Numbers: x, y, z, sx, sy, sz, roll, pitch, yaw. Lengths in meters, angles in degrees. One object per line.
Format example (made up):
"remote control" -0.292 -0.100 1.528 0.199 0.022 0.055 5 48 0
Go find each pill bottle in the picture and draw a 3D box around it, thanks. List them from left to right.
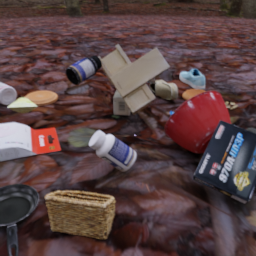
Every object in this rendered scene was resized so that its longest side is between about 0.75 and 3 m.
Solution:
"pill bottle" -6.215 -1.715 13.527 1.605 0.910 0.910 22 35 35
"pill bottle" -1.454 -1.960 9.377 0.650 0.650 1.162 22 48 36
"pill bottle" -0.481 0.674 8.434 1.360 0.755 0.755 37 18 -23

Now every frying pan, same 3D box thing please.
"frying pan" -2.685 2.151 6.861 2.420 0.394 1.464 26 39 37

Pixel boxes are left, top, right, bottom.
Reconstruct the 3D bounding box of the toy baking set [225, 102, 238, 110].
"toy baking set" 4.625 -1.008 13.083 0.751 0.114 0.979 20 34 38

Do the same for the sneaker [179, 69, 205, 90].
"sneaker" 3.671 -2.937 15.776 0.860 0.954 2.328 -9 30 -19

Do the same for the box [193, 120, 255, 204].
"box" 2.881 0.896 7.746 1.516 0.439 1.907 24 70 20

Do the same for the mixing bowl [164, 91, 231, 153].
"mixing bowl" 2.520 0.017 9.328 2.301 2.301 1.246 -15 54 -26

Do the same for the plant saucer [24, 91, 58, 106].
"plant saucer" -4.320 -1.503 13.835 1.622 0.262 1.622 0 28 0

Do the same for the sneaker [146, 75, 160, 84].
"sneaker" 1.126 -2.401 11.879 0.522 1.204 0.451 19 -9 -3

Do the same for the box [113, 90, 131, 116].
"box" -0.159 -1.389 12.809 0.725 0.872 2.122 3 30 6

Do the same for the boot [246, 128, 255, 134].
"boot" 4.461 0.341 10.191 1.448 0.561 1.002 -2 21 -32

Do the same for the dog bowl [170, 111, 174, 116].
"dog bowl" 2.151 -0.610 12.224 0.788 0.195 0.439 -22 35 -34

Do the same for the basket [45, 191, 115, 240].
"basket" -1.073 1.824 6.709 1.475 1.099 1.053 5 28 11

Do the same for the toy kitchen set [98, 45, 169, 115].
"toy kitchen set" 0.477 -2.164 12.272 2.231 2.735 2.467 -33 -9 1

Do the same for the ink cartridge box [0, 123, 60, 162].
"ink cartridge box" -3.762 0.360 10.055 2.323 0.663 1.888 -13 30 -15

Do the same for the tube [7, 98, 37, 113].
"tube" -2.592 -0.548 6.938 0.474 0.424 1.632 -45 18 -9

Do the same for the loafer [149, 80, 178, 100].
"loafer" 1.744 -1.855 13.969 0.767 0.850 2.247 -11 21 -17

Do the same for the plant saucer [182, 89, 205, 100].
"plant saucer" 3.443 -1.654 14.119 1.381 0.258 1.381 0 29 0
